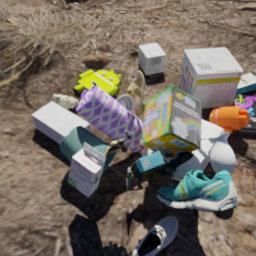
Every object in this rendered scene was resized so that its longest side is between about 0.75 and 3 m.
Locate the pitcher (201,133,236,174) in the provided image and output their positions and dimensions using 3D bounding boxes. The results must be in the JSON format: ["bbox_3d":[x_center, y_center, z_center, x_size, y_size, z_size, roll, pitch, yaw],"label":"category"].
[{"bbox_3d":[2.892,0.858,9.146,1.077,0.761,1.255,-13,79,32],"label":"pitcher"}]

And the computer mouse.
[{"bbox_3d":[1.288,0.976,8.280,1.221,0.857,0.281,-40,55,21],"label":"computer mouse"}]

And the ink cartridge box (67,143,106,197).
[{"bbox_3d":[-1.221,1.227,8.114,0.853,1.456,0.490,32,40,15],"label":"ink cartridge box"}]

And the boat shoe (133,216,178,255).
[{"bbox_3d":[0.838,3.143,8.065,1.801,0.592,0.648,-30,60,-28],"label":"boat shoe"}]

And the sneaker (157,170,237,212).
[{"bbox_3d":[1.858,1.728,7.847,1.038,2.678,1.067,5,76,-35],"label":"sneaker"}]

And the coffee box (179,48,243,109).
[{"bbox_3d":[3.526,-2.183,12.382,1.934,1.913,1.931,-5,46,-5],"label":"coffee box"}]

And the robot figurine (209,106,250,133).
[{"bbox_3d":[3.937,-0.360,11.132,1.598,1.150,0.932,1,-3,39],"label":"robot figurine"}]

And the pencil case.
[{"bbox_3d":[-0.508,-0.288,9.739,1.178,2.807,1.200,-51,21,-1],"label":"pencil case"}]

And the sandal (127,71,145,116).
[{"bbox_3d":[0.212,-1.172,9.412,0.513,1.561,0.572,-3,1,-32],"label":"sandal"}]

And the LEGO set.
[{"bbox_3d":[0.475,1.007,8.628,1.806,2.782,0.788,-26,33,3],"label":"LEGO set"}]

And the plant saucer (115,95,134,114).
[{"bbox_3d":[-0.274,-0.799,11.251,1.177,1.177,0.295,-34,42,-28],"label":"plant saucer"}]

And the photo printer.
[{"bbox_3d":[1.953,0.695,10.215,2.240,0.935,2.692,24,51,27],"label":"photo printer"}]

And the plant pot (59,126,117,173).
[{"bbox_3d":[-1.408,0.803,9.510,1.502,1.534,1.534,39,56,14],"label":"plant pot"}]

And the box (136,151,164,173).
[{"bbox_3d":[0.551,0.922,7.379,0.548,1.332,0.327,-21,81,-5],"label":"box"}]

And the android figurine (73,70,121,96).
[{"bbox_3d":[-1.384,-2.082,13.323,2.329,0.478,2.120,-33,54,-26],"label":"android figurine"}]

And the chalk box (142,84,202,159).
[{"bbox_3d":[1.410,-0.345,8.950,1.357,1.350,2.180,25,57,-27],"label":"chalk box"}]

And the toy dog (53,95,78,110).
[{"bbox_3d":[-2.686,-1.097,12.308,0.993,0.693,0.963,5,10,8],"label":"toy dog"}]

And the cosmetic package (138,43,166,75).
[{"bbox_3d":[1.187,-3.535,14.333,1.025,1.026,1.243,-12,47,-13],"label":"cosmetic package"}]

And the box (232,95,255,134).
[{"bbox_3d":[5.329,-0.581,11.904,1.539,0.389,2.153,5,47,5],"label":"box"}]

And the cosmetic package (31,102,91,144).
[{"bbox_3d":[-2.639,-0.073,11.128,2.213,0.819,1.125,29,52,28],"label":"cosmetic package"}]

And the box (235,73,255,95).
[{"bbox_3d":[5.493,-2.083,13.331,1.753,0.431,0.721,-18,48,-17],"label":"box"}]
